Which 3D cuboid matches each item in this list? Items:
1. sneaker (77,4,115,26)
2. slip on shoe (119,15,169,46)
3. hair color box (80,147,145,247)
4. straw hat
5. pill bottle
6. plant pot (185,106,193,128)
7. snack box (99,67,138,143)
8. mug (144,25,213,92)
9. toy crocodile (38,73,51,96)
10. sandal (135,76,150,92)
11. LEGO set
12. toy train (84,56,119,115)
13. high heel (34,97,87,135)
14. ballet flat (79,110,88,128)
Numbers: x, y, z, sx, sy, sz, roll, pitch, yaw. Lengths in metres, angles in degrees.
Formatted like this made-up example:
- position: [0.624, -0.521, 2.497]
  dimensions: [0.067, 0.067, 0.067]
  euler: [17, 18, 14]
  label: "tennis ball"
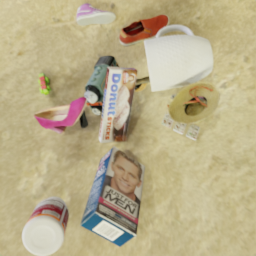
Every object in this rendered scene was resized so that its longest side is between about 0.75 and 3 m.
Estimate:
- position: [-1.491, -5.364, 12.934]
  dimensions: [1.791, 0.649, 1.021]
  euler: [-3, 69, -1]
  label: "sneaker"
- position: [0.758, -4.486, 12.566]
  dimensions: [2.528, 0.773, 0.936]
  euler: [-25, 72, -9]
  label: "slip on shoe"
- position: [-0.377, 2.094, 9.129]
  dimensions: [1.477, 0.894, 2.953]
  euler: [34, 32, -15]
  label: "hair color box"
- position: [2.387, -0.636, 9.634]
  dimensions: [1.894, 0.802, 1.894]
  euler: [-20, 43, 20]
  label: "straw hat"
- position: [-2.363, 2.800, 8.366]
  dimensions: [1.116, 1.975, 1.116]
  euler: [-1, 96, -6]
  label: "pill bottle"
- position: [2.281, -0.583, 10.871]
  dimensions: [0.207, 1.509, 1.509]
  euler: [25, 73, -2]
  label: "plant pot"
- position: [-0.405, -0.777, 10.334]
  dimensions: [1.050, 2.921, 0.355]
  euler: [-2, 30, -21]
  label: "snack box"
- position: [1.929, -2.920, 11.058]
  dimensions: [2.400, 2.021, 2.737]
  euler: [-8, 67, 6]
  label: "mug"
- position: [-3.567, -1.854, 11.820]
  dimensions: [0.431, 0.394, 1.277]
  euler: [-20, 59, -2]
  label: "toy crocodile"
- position: [0.461, -1.658, 10.800]
  dimensions: [1.751, 0.703, 0.473]
  euler: [-17, 109, -23]
  label: "sandal"
- position: [2.051, -0.500, 10.324]
  dimensions: [1.368, 0.449, 1.831]
  euler: [25, 60, 1]
  label: "LEGO set"
- position: [-0.978, -1.695, 11.017]
  dimensions: [1.057, 1.413, 2.479]
  euler: [1, 48, 26]
  label: "toy train"
- position: [-2.457, -0.620, 10.027]
  dimensions: [1.262, 2.631, 0.886]
  euler: [33, 57, -19]
  label: "high heel"
- position: [-1.895, -0.499, 11.211]
  dimensions: [0.304, 0.356, 1.071]
  euler: [-27, 98, -50]
  label: "ballet flat"
